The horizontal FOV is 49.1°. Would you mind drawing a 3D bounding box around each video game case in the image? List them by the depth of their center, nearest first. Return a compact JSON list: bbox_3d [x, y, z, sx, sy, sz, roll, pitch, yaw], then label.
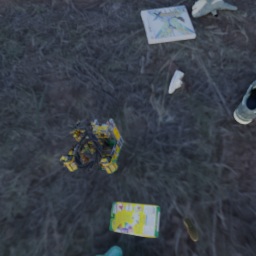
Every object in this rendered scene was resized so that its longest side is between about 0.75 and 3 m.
[{"bbox_3d":[1.929,-5.079,13.724,2.274,0.250,2.073,-9,63,-5],"label":"video game case"}]

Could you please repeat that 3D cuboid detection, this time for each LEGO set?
[{"bbox_3d":[-1.268,0.513,9.174,2.242,1.299,1.724,5,48,30],"label":"LEGO set"}]

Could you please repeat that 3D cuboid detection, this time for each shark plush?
[{"bbox_3d":[4.284,-6.010,14.174,2.361,1.073,0.983,-2,82,-24],"label":"shark plush"}]

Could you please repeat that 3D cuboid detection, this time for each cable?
[{"bbox_3d":[-1.191,0.796,8.408,1.000,0.311,1.226,45,113,26],"label":"cable"}]

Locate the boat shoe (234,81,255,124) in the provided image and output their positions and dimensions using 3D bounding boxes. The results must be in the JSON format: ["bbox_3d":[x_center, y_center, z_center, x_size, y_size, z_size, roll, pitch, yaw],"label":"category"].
[{"bbox_3d":[5.416,-1.375,11.479,1.051,0.891,2.886,38,69,17],"label":"boat shoe"}]

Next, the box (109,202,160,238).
[{"bbox_3d":[0.155,2.457,7.557,1.362,0.329,0.799,-1,70,26],"label":"box"}]

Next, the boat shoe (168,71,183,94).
[{"bbox_3d":[2.093,-1.945,12.057,0.429,0.436,1.229,19,58,12],"label":"boat shoe"}]

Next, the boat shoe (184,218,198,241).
[{"bbox_3d":[2.000,3.233,8.880,0.276,0.259,0.768,-15,44,-7],"label":"boat shoe"}]

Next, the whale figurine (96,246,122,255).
[{"bbox_3d":[-0.275,4.617,8.108,2.821,1.464,2.244,-3,63,-2],"label":"whale figurine"}]
